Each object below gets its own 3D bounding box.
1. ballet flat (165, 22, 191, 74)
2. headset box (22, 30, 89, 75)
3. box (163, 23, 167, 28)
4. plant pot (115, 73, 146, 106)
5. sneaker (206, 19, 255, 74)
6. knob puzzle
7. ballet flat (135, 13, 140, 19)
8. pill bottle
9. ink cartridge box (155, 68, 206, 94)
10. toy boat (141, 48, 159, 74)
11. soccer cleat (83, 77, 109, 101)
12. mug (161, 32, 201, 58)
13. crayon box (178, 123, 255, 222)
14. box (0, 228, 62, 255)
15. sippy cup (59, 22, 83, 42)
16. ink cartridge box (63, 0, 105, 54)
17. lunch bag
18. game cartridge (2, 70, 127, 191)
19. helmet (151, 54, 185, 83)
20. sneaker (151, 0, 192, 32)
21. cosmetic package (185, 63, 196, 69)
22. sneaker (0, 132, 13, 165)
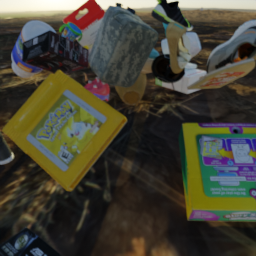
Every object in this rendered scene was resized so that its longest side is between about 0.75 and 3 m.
[{"bbox_3d":[1.276,-1.836,6.848,0.524,1.663,0.571,26,75,28],"label":"ballet flat"},{"bbox_3d":[-2.128,-2.193,8.591,1.278,0.645,1.720,-7,-11,35],"label":"headset box"},{"bbox_3d":[2.182,-4.622,13.981,0.339,1.380,0.568,-22,-7,25],"label":"box"},{"bbox_3d":[0.110,-1.885,13.328,1.645,1.645,1.765,-1,39,-1],"label":"plant pot"},{"bbox_3d":[3.807,-2.597,10.333,1.101,2.979,1.181,25,60,-7],"label":"sneaker"},{"bbox_3d":[2.993,-1.708,8.615,2.085,0.289,2.085,-15,-10,-3],"label":"knob puzzle"},{"bbox_3d":[0.486,-4.075,13.408,1.042,2.898,1.042,-13,27,7],"label":"ballet flat"},{"bbox_3d":[-3.812,-2.963,11.113,1.359,1.359,2.426,-26,-4,-41],"label":"pill bottle"},{"bbox_3d":[2.892,-2.732,15.414,1.660,0.958,2.281,-22,34,-36],"label":"ink cartridge box"},{"bbox_3d":[-0.288,-2.928,10.150,2.413,1.334,2.870,4,20,-33],"label":"toy boat"},{"bbox_3d":[-1.533,-0.768,8.460,2.251,0.861,0.751,-29,46,-23],"label":"soccer cleat"},{"bbox_3d":[2.211,-3.375,11.427,1.333,1.122,1.520,-15,39,27],"label":"mug"},{"bbox_3d":[2.818,1.066,7.107,2.806,0.818,2.421,1,54,1],"label":"crayon box"},{"bbox_3d":[-1.462,2.589,4.700,1.444,1.183,0.622,19,32,34],"label":"box"},{"bbox_3d":[-2.296,-3.734,11.177,0.885,0.648,0.695,36,28,-18],"label":"sippy cup"},{"bbox_3d":[-1.407,-4.269,12.711,1.718,2.957,0.994,-33,37,10],"label":"ink cartridge box"},{"bbox_3d":[-0.299,-2.347,7.869,1.343,1.928,1.617,3,35,-41],"label":"lunch bag"},{"bbox_3d":[-1.343,-0.045,5.735,2.043,0.331,1.801,36,83,19],"label":"game cartridge"},{"bbox_3d":[1.244,-1.845,8.723,0.978,0.978,0.932,-6,22,-12],"label":"helmet"},{"bbox_3d":[1.871,-4.389,10.838,2.174,0.900,0.779,2,36,-41],"label":"sneaker"},{"bbox_3d":[3.301,-3.445,15.527,0.586,0.201,0.777,-15,30,-40],"label":"cosmetic package"},{"bbox_3d":[-4.897,0.613,8.583,2.409,1.195,0.852,-8,30,-12],"label":"sneaker"}]
